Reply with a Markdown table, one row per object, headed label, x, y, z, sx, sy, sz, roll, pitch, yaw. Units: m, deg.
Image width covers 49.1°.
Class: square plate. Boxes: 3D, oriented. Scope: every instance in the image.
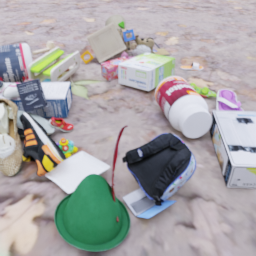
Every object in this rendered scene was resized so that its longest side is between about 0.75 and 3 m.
| label | x | y | z | sx | sy | sz | roll | pitch | yaw |
| --- | --- | --- | --- | --- | --- | --- | --- | --- | --- |
| square plate | -1.352 | 1.161 | 7.347 | 1.308 | 0.188 | 1.320 | -29 | 34 | -34 |

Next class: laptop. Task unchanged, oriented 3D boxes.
| label | x | y | z | sx | sy | sz | roll | pitch | yaw |
| --- | --- | --- | --- | --- | --- | --- | --- | --- | --- |
| laptop | 0.476 | 1.652 | 6.449 | 0.834 | 0.517 | 0.891 | -21 | 54 | -30 |

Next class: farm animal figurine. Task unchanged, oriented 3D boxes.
| label | x | y | z | sx | sy | sz | roll | pitch | yaw |
| --- | --- | --- | --- | --- | --- | --- | --- | --- | --- |
| farm animal figurine | 0.016 | -4.449 | 14.701 | 2.407 | 1.499 | 2.981 | -29 | 43 | -36 |

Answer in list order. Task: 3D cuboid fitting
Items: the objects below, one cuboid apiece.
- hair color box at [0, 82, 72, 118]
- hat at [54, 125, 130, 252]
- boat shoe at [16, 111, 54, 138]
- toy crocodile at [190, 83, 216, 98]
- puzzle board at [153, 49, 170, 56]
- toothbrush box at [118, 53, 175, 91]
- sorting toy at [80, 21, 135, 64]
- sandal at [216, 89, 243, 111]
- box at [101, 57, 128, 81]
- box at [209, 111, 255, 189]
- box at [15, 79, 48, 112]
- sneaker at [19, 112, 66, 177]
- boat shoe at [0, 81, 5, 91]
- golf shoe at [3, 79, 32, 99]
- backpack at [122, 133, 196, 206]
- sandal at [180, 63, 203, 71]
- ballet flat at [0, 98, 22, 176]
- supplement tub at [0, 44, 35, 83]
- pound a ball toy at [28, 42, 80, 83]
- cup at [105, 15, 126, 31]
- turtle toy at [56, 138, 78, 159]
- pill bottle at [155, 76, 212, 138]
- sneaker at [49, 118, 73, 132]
| label | x | y | z | sx | sy | sz | roll | pitch | yaw |
| --- | --- | --- | --- | --- | --- | --- | --- | --- | --- |
| hair color box | -3.493 | -1.007 | 10.161 | 2.716 | 0.822 | 1.358 | -1 | 34 | -1 |
| hat | -0.646 | 1.178 | 5.859 | 1.656 | 1.760 | 1.999 | 1 | 30 | -20 |
| boat shoe | -3.727 | -0.085 | 8.728 | 2.755 | 0.831 | 1.042 | 18 | 22 | -8 |
| toy crocodile | 2.850 | -1.461 | 11.238 | 1.397 | 0.431 | 0.472 | 22 | 4 | 22 |
| puzzle board | 1.801 | -4.208 | 15.629 | 0.773 | 0.089 | 1.026 | -9 | 34 | -11 |
| toothbrush box | 0.834 | -2.487 | 12.183 | 1.577 | 0.932 | 2.166 | 21 | 37 | 32 |
| sorting toy | -1.098 | -4.277 | 14.254 | 2.996 | 0.408 | 1.687 | -27 | 79 | 6 |
| sandal | 3.703 | -0.929 | 10.263 | 0.979 | 0.591 | 2.405 | 2 | 34 | 3 |
| box | -0.517 | -2.716 | 12.837 | 1.339 | 0.639 | 0.667 | -23 | 43 | -26 |
| box | 3.297 | 0.512 | 7.899 | 1.510 | 0.778 | 2.589 | 3 | 35 | 4 |
| box | -3.059 | -1.029 | 8.930 | 0.694 | 0.939 | 0.490 | -14 | 11 | -5 |
| sneaker | -2.610 | 0.412 | 7.625 | 0.941 | 0.731 | 2.091 | -42 | 61 | -9 |
| boat shoe | -4.784 | -1.416 | 9.595 | 1.206 | 0.373 | 0.451 | -3 | 60 | 26 |
| golf shoe | -3.555 | -1.298 | 9.432 | 0.592 | 0.467 | 1.286 | 25 | 42 | 35 |
| backpack | 0.875 | 0.901 | 6.658 | 1.434 | 1.159 | 1.505 | -44 | 60 | 9 |
| sandal | 3.105 | -3.000 | 13.605 | 1.113 | 0.319 | 0.426 | 1 | 34 | 2 |
| ballet flat | -3.399 | 0.176 | 7.622 | 0.804 | 0.745 | 2.281 | -17 | 66 | -2 |
| supplement tub | -5.263 | -2.640 | 11.886 | 2.338 | 1.641 | 1.641 | -12 | 36 | -16 |
| pound a ball toy | -3.361 | -2.679 | 12.264 | 1.844 | 1.201 | 2.827 | 15 | 37 | 11 |
| cup | -0.733 | -6.400 | 18.008 | 1.344 | 1.344 | 0.961 | -8 | 61 | -12 |
| turtle toy | -1.904 | 0.603 | 8.121 | 0.623 | 0.432 | 0.855 | 16 | 37 | 23 |
| pill bottle | 1.817 | -0.705 | 9.297 | 1.300 | 1.300 | 2.301 | -8 | 35 | -11 |
| sneaker | -2.107 | -0.120 | 8.999 | 0.835 | 0.354 | 0.321 | 15 | 44 | -34 |
